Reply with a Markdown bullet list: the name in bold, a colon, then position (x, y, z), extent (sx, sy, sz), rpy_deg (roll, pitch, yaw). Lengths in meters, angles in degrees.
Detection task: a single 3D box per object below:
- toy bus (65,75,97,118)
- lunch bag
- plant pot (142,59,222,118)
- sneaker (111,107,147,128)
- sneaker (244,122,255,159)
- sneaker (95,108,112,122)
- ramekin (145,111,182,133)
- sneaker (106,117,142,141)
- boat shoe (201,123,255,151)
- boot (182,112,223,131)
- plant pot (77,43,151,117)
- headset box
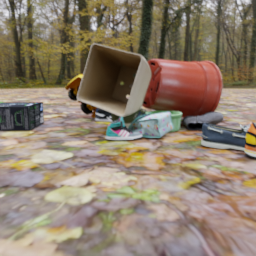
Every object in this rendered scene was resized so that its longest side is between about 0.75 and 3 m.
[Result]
- **toy bus**: position (-1.693, -1.901, 13.719), extent (1.430, 2.108, 2.024), rpy_deg (-27, 26, 40)
- **lunch bag**: position (0.745, -0.095, 9.655), extent (1.286, 0.784, 1.095), rpy_deg (-3, 12, 35)
- **plant pot**: position (2.005, -1.695, 11.845), extent (2.653, 2.727, 2.727), rpy_deg (5, 8, -24)
- **sneaker**: position (0.420, -0.577, 11.367), extent (2.323, 1.043, 0.779), rpy_deg (-4, 15, -22)
- **sneaker**: position (3.997, 0.325, 6.808), extent (2.141, 0.963, 0.749), rpy_deg (4, 11, 20)
- **sneaker**: position (-0.795, -0.689, 12.671), extent (1.479, 0.827, 0.540), rpy_deg (2, 11, 9)
- **ramekin**: position (1.340, -0.248, 10.703), extent (1.380, 0.674, 1.380), rpy_deg (0, 10, 0)
- **sneaker**: position (-0.124, 0.012, 9.080), extent (1.202, 0.726, 0.503), rpy_deg (-1, 8, -14)
- **boat shoe**: position (3.284, 0.232, 7.978), extent (2.333, 0.721, 0.874), rpy_deg (4, 11, 23)
- **boot**: position (3.048, -0.179, 10.967), extent (1.705, 0.595, 1.122), rpy_deg (-11, 14, 0)
- **plant pot**: position (-0.271, -1.637, 10.219), extent (2.079, 2.077, 1.841), rpy_deg (22, 10, 26)
- **headset box**: position (-4.690, -0.497, 11.250), extent (2.091, 0.970, 1.821), rpy_deg (0, 10, 0)
